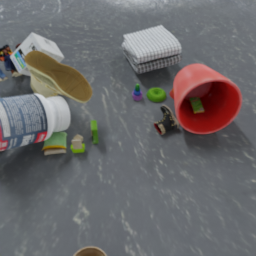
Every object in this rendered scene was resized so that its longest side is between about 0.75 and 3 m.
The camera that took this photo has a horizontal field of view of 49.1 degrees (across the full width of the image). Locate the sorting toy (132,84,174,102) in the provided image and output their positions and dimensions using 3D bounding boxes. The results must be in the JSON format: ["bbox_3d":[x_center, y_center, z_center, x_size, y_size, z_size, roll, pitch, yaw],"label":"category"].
[{"bbox_3d":[1.361,-1.637,11.622,2.404,0.828,0.833,-3,47,-4],"label":"sorting toy"}]

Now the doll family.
[{"bbox_3d":[-5.241,-2.944,12.114,1.028,1.515,2.621,-21,14,20],"label":"doll family"}]

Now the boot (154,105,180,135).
[{"bbox_3d":[1.323,-0.300,10.502,0.822,0.400,1.092,-26,72,-19],"label":"boot"}]

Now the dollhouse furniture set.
[{"bbox_3d":[-2.055,0.294,9.812,1.988,0.768,0.994,-5,46,-5],"label":"dollhouse furniture set"}]

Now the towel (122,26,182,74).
[{"bbox_3d":[1.025,-3.644,13.162,2.209,1.141,2.667,-17,40,-7],"label":"towel"}]

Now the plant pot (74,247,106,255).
[{"bbox_3d":[-0.954,3.520,6.955,0.983,0.454,0.983,1,47,-1],"label":"plant pot"}]

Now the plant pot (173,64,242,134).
[{"bbox_3d":[2.695,-1.247,10.441,2.295,2.295,2.030,-4,37,-4],"label":"plant pot"}]

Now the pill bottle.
[{"bbox_3d":[-3.424,-0.261,9.274,2.766,1.654,1.654,-15,45,-40],"label":"pill bottle"}]

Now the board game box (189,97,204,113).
[{"bbox_3d":[2.729,-0.914,11.179,0.397,0.124,0.830,-6,49,0],"label":"board game box"}]

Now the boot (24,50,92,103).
[{"bbox_3d":[-2.655,-1.494,10.718,2.735,2.126,0.996,31,62,1],"label":"boot"}]

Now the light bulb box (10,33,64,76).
[{"bbox_3d":[-3.857,-2.998,11.933,1.499,1.485,0.935,-38,75,18],"label":"light bulb box"}]
